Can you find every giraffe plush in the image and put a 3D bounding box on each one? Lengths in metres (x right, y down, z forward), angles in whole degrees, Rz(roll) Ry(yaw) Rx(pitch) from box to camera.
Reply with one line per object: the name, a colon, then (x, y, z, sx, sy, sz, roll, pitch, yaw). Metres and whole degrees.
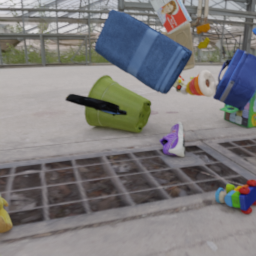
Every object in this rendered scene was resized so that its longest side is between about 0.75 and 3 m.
giraffe plush: (-3.091, 1.783, 5.760, 0.953, 1.014, 1.175, -27, 34, -12)

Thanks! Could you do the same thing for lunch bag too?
lunch bag: (3.724, -1.711, 9.504, 1.258, 1.291, 1.901, 27, 68, 11)

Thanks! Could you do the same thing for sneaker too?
sneaker: (1.619, 0.371, 10.303, 0.885, 0.855, 2.120, -2, 17, 11)

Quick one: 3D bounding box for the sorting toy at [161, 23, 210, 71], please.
sorting toy: (2.273, -3.276, 11.527, 2.491, 1.856, 0.334, -4, 2, 44)

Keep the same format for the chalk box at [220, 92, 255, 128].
chalk box: (5.813, -1.104, 13.432, 2.834, 1.756, 1.769, -6, 18, -21)

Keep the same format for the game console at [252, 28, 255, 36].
game console: (5.158, -2.983, 9.117, 1.607, 0.951, 1.371, -25, 36, 16)

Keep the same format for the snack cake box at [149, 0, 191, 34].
snack cake box: (0.765, -2.211, 5.170, 0.462, 0.804, 0.270, -25, 9, 30)

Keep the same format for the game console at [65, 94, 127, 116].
game console: (-0.551, -0.469, 6.604, 1.066, 0.218, 1.807, 14, 0, 28)

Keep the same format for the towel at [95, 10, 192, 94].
towel: (0.414, -2.476, 9.147, 2.969, 1.658, 0.721, 34, 18, 11)

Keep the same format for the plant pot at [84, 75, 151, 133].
plant pot: (-0.286, -0.828, 12.340, 2.300, 2.422, 2.422, 22, 24, 20)

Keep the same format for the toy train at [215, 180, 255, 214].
toy train: (2.830, 1.557, 6.968, 0.814, 0.596, 1.407, -2, 11, 45)

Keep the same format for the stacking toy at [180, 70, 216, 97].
stacking toy: (2.263, -1.393, 9.514, 0.886, 0.886, 1.213, -15, 4, -40)

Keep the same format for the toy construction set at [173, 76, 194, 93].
toy construction set: (2.130, -1.897, 11.035, 1.436, 0.942, 0.662, 47, -2, 28)
